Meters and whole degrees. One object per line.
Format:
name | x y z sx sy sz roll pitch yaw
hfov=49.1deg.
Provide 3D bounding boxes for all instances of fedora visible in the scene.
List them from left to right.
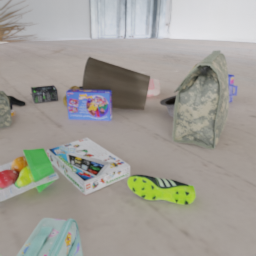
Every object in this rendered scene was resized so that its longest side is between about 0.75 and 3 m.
fedora | 2.271 -0.941 12.255 1.650 0.745 1.460 -17 20 -4

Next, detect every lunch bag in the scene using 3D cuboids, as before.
lunch bag | -5.665 -0.771 11.131 1.968 1.371 1.651 -13 32 -21
lunch bag | -1.177 2.258 3.949 0.702 1.462 1.823 2 22 7
lunch bag | 2.698 -1.136 10.008 1.758 2.991 2.453 11 26 23

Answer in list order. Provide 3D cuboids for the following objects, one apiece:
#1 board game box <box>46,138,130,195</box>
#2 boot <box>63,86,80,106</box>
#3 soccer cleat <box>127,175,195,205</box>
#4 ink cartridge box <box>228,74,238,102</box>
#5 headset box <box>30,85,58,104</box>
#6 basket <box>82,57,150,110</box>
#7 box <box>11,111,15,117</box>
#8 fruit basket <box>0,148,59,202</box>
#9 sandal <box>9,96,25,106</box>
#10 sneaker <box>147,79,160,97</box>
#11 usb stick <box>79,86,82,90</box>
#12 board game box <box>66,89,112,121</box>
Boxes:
board game box | -1.229 1.012 8.242 1.471 0.403 2.331 -17 28 -34
boot | -1.987 -1.572 13.900 2.024 0.669 1.773 -1 35 13
soccer cleat | 0.828 1.510 7.019 1.699 0.573 0.688 11 12 14
ink cartridge box | 4.555 -2.066 14.227 0.785 1.402 2.055 -17 28 -25
headset box | -4.391 -1.751 14.522 1.296 0.601 1.128 -9 25 -20
basket | -0.498 -1.849 12.894 2.829 2.551 1.924 10 49 2
box | -5.382 -0.577 12.291 0.548 0.191 0.920 4 25 9
fruit basket | -2.883 1.302 7.359 1.826 0.856 1.691 -27 31 -19
sandal | -5.674 -1.269 13.862 1.296 0.310 0.487 23 29 19
sneaker | 1.008 -2.380 15.641 1.274 0.918 2.438 -7 28 -15
usb stick | -1.856 -2.220 15.993 2.015 0.329 0.559 -2 18 -5
board game box | -1.630 -0.961 11.845 1.835 1.234 0.411 3 23 5
